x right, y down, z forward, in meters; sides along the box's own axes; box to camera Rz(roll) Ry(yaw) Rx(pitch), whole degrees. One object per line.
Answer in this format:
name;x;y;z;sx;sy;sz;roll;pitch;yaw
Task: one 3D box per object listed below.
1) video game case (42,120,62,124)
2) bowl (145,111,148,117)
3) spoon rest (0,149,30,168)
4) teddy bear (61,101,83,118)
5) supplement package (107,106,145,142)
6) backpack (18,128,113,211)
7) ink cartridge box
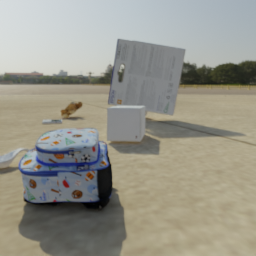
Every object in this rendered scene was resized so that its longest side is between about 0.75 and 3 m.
video game case;-3.059;-0.252;11.327;0.748;0.096;0.823;-2;7;-13
bowl;0.345;-0.668;12.936;1.117;0.417;1.115;1;10;-1
spoon rest;-2.180;0.558;5.251;0.451;0.275;0.908;0;5;36
teddy bear;-2.676;-0.915;13.127;1.076;0.495;1.484;-26;15;31
supplement package;-0.011;-0.160;7.841;0.890;0.893;1.523;2;7;8
backpack;-0.817;0.515;3.685;1.155;0.935;1.213;-11;12;-2
ink cartridge box;0.763;-2.151;11.973;2.882;2.830;0.624;10;9;3
